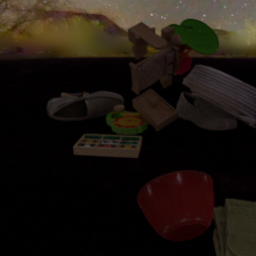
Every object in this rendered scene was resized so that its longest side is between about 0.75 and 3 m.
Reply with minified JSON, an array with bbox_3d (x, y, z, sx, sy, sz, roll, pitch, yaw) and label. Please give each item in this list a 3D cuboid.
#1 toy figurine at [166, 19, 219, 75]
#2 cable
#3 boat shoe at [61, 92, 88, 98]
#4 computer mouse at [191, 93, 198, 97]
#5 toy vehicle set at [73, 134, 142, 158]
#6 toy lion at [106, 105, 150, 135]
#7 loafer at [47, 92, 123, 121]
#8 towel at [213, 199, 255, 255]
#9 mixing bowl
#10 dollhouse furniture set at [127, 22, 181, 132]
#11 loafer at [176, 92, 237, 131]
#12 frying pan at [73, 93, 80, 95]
[{"bbox_3d":[1.651,-2.383,8.973,1.834,1.377,1.688,-5,-24,-25],"label":"toy figurine"},{"bbox_3d":[3.252,-1.117,9.319,2.913,1.008,2.912,31,12,3],"label":"cable"},{"bbox_3d":[-1.999,-1.269,12.257,1.866,0.584,0.664,-5,16,-20],"label":"boat shoe"},{"bbox_3d":[3.091,-1.146,11.961,1.485,0.594,2.708,17,18,31],"label":"computer mouse"},{"bbox_3d":[-0.498,0.456,7.389,1.639,0.217,1.019,2,18,7],"label":"toy vehicle set"},{"bbox_3d":[-0.064,-0.212,9.198,1.590,0.546,1.524,10,28,29],"label":"toy lion"},{"bbox_3d":[-1.443,-0.696,10.004,2.792,0.976,0.974,-11,29,-17],"label":"loafer"},{"bbox_3d":[2.221,1.541,3.650,2.146,0.392,1.592,2,17,15],"label":"towel"},{"bbox_3d":[0.735,1.189,3.966,1.156,1.156,0.626,-3,47,-9],"label":"mixing bowl"},{"bbox_3d":[0.991,-1.517,7.897,1.516,2.925,1.295,-33,57,-18],"label":"dollhouse furniture set"},{"bbox_3d":[2.538,-0.607,9.479,0.979,0.977,2.800,-8,19,-24],"label":"loafer"},{"bbox_3d":[-2.752,-1.648,14.209,1.001,0.163,0.606,-3,17,-20],"label":"frying pan"}]
